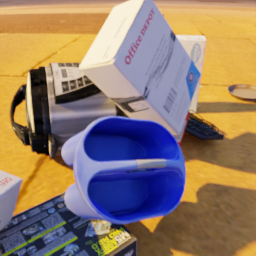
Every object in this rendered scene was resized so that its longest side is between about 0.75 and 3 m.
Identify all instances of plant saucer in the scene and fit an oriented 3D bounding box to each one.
[{"bbox_3d":[5.057,-1.484,11.971,1.625,0.261,1.625,1,29,0],"label":"plant saucer"}]

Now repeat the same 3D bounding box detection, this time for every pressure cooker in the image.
[{"bbox_3d":[-1.735,-0.450,7.752,2.866,2.560,2.521,-5,2,-16],"label":"pressure cooker"}]

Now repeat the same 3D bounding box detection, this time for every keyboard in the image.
[{"bbox_3d":[1.970,-0.295,9.250,1.357,0.517,2.607,0,21,-37],"label":"keyboard"}]

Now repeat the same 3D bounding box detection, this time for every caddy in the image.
[{"bbox_3d":[0.020,0.761,5.147,2.551,1.804,1.339,4,-18,-40],"label":"caddy"}]

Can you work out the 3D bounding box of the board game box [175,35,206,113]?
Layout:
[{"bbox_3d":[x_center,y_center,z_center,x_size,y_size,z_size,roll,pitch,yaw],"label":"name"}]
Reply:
[{"bbox_3d":[1.219,-1.922,10.166,2.757,2.770,0.601,5,34,8],"label":"board game box"}]

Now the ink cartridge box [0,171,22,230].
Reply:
[{"bbox_3d":[-3.127,1.100,4.664,2.117,0.876,1.542,21,10,0],"label":"ink cartridge box"}]

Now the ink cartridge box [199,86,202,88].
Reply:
[{"bbox_3d":[2.755,-2.083,13.029,1.181,0.283,0.859,20,35,35],"label":"ink cartridge box"}]

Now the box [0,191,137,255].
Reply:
[{"bbox_3d":[-1.373,2.206,5.152,2.445,0.541,1.959,-22,36,-33],"label":"box"}]

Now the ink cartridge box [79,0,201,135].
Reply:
[{"bbox_3d":[0.444,-1.337,6.624,1.133,2.690,1.945,2,59,43],"label":"ink cartridge box"}]

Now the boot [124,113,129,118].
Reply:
[{"bbox_3d":[0.164,0.073,8.371,0.795,2.264,1.655,-1,-8,-26],"label":"boot"}]

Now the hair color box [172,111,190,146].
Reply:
[{"bbox_3d":[0.764,-0.345,8.821,0.718,1.245,2.246,-4,26,-35],"label":"hair color box"}]
